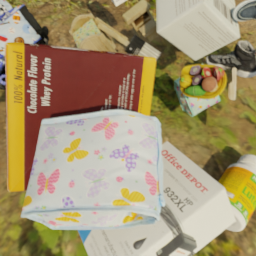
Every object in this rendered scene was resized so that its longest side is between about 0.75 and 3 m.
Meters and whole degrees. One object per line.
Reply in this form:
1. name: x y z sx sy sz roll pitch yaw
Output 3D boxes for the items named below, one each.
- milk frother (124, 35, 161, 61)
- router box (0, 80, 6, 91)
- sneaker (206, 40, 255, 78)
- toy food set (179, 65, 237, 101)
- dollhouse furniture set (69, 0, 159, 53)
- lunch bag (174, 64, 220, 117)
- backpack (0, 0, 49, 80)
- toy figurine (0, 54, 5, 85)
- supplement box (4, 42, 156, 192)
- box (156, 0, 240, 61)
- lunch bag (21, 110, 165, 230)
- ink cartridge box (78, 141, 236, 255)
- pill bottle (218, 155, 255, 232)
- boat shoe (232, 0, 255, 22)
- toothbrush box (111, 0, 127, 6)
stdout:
1. milk frother: 0.384 -1.996 7.234 0.806 0.774 0.857 33 58 -8
2. router box: -4.821 -2.488 11.243 1.751 0.582 2.227 9 52 8
3. sneaker: 3.366 -2.339 9.042 0.680 1.026 1.802 -29 43 -31
4. toy food set: 1.710 -1.080 6.295 1.381 0.451 0.812 10 89 36
5. dollhouse furniture set: -0.159 -2.647 8.281 2.612 1.642 2.954 -35 42 9
6. lunch bag: 1.933 -1.107 8.085 1.028 1.207 0.736 -31 27 -3
7. backpack: -3.614 -2.239 7.583 2.369 1.916 2.487 -53 26 -12
8. toy figurine: -3.207 -1.183 5.966 1.318 1.161 2.200 25 59 -29
9. supplement box: -1.158 -0.334 6.117 2.758 2.720 1.831 -1 16 -22
10. box: 1.810 -3.070 7.419 1.691 1.456 1.699 21 59 -38
11. lunch bag: -0.362 0.609 3.842 1.707 1.085 1.448 -9 58 15
12. ink cartridge box: 0.357 1.468 4.734 2.217 0.928 1.609 -34 36 -9
13. pill bottle: 2.981 1.657 7.532 1.096 1.096 1.973 32 58 23
14. boat shoe: 3.246 -2.828 6.711 1.330 0.471 0.604 -14 34 -3
15. toothbrush box: -0.621 -5.246 9.644 0.690 1.603 1.167 -28 49 3
